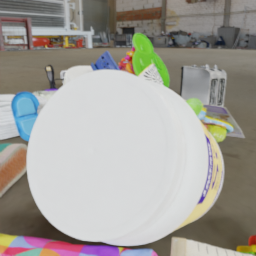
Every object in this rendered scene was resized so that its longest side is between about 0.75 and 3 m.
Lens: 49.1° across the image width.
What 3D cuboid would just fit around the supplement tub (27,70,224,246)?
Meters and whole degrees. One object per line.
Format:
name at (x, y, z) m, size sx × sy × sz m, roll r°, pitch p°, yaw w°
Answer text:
supplement tub at (0.198, 0.483, 3.897) m, size 1.972 × 1.972 × 2.713 m, roll 10°, pitch -7°, yaw 25°

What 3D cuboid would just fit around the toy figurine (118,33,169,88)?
toy figurine at (0.079, -2.229, 12.040) m, size 2.013 × 2.681 × 2.467 m, roll -10°, pitch -11°, yaw -45°

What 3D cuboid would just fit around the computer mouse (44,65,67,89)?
computer mouse at (-3.112, -2.419, 14.638) m, size 0.636 × 1.589 × 2.898 m, roll -25°, pitch -9°, yaw 34°

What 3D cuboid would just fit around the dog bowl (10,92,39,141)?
dog bowl at (-2.950, -0.311, 8.162) m, size 0.806 × 1.446 × 0.358 m, roll -18°, pitch 8°, yaw -36°

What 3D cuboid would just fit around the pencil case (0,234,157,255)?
pencil case at (-0.864, 1.744, 3.097) m, size 2.439 × 1.078 × 1.078 m, roll 3°, pitch 20°, yaw 7°

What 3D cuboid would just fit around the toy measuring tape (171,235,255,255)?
toy measuring tape at (1.330, 1.613, 3.294) m, size 2.269 × 0.835 × 0.835 m, roll 18°, pitch 14°, yaw -18°

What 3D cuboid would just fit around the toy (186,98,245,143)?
toy at (2.109, 0.004, 7.647) m, size 1.558 × 0.639 × 2.705 m, roll 12°, pitch -13°, yaw 34°

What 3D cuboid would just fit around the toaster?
toaster at (2.734, -1.321, 10.426) m, size 1.202 × 2.026 × 1.832 m, roll 11°, pitch 14°, yaw 36°

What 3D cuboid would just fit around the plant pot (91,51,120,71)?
plant pot at (-0.791, -2.118, 10.377) m, size 0.853 × 0.949 × 0.949 m, roll -31°, pitch -12°, yaw 6°

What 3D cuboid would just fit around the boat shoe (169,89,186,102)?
boat shoe at (1.797, -0.621, 9.543) m, size 2.138 × 0.769 × 0.693 m, roll 36°, pitch 41°, yaw 17°

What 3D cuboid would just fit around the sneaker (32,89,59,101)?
sneaker at (-2.885, -1.291, 11.833) m, size 2.326 × 0.809 × 1.157 m, roll 12°, pitch 22°, yaw 30°

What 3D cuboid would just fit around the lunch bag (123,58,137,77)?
lunch bag at (0.676, -2.615, 14.081) m, size 1.881 × 0.875 × 2.135 m, roll -24°, pitch 66°, yaw -44°

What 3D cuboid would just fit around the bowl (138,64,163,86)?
bowl at (0.411, -0.765, 8.319) m, size 0.997 × 2.124 × 2.124 m, roll 42°, pitch 27°, yaw 2°

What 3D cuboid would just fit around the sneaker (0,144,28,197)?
sneaker at (-3.039, 0.985, 5.505) m, size 1.053 × 0.941 × 2.636 m, roll 0°, pitch 13°, yaw 10°

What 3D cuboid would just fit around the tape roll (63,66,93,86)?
tape roll at (-0.949, -1.358, 10.603) m, size 2.978 × 1.041 × 2.978 m, roll 12°, pitch 27°, yaw -6°

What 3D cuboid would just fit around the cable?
cable at (-4.030, -0.436, 9.291) m, size 2.734 × 0.946 × 2.733 m, roll -5°, pitch 19°, yaw -15°
